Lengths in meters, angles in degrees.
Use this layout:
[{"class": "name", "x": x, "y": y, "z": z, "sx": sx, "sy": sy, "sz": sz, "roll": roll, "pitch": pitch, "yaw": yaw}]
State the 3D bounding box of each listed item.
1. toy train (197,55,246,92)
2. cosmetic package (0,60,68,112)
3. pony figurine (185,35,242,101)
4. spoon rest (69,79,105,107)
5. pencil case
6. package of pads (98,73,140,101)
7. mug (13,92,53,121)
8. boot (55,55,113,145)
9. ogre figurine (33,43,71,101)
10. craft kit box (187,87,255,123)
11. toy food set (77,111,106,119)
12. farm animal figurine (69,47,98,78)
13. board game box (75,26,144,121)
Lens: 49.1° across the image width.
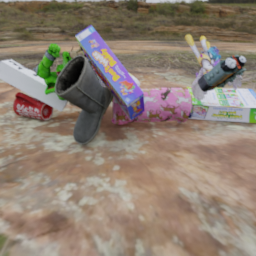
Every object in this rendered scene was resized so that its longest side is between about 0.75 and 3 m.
[{"class": "toy train", "x": 2.520, "y": -1.452, "z": 7.590, "sx": 0.795, "sy": 0.594, "sz": 1.395, "roll": -17, "pitch": -12, "yaw": -25}, {"class": "cosmetic package", "x": -3.369, "y": -1.574, "z": 10.253, "sx": 2.579, "sy": 0.653, "sz": 1.064, "roll": 29, "pitch": 15, "yaw": -11}, {"class": "pony figurine", "x": 2.782, "y": -2.077, "z": 9.765, "sx": 1.740, "sy": 2.017, "sz": 2.089, "roll": -24, "pitch": 52, "yaw": 22}, {"class": "spoon rest", "x": -1.499, "y": -1.138, "z": 10.412, "sx": 0.980, "sy": 0.598, "sz": 1.972, "roll": 5, "pitch": -22, "yaw": -36}, {"class": "pencil case", "x": 0.806, "y": -0.740, "z": 9.875, "sx": 2.826, "sy": 1.223, "sz": 1.170, "roll": -1, "pitch": -20, "yaw": 1}, {"class": "package of pads", "x": -0.702, "y": -1.864, "z": 10.984, "sx": 2.152, "sy": 1.663, "sz": 0.734, "roll": 37, "pitch": 66, "yaw": -3}, {"class": "mug", "x": -3.625, "y": -0.761, "z": 10.527, "sx": 1.296, "sy": 0.865, "sz": 1.151, "roll": 15, "pitch": -1, "yaw": 22}, {"class": "boot", "x": -1.251, "y": -0.597, "z": 7.473, "sx": 0.815, "sy": 2.043, "sz": 2.247, "roll": 22, "pitch": -3, "yaw": 12}, {"class": "ogre figurine", "x": -2.152, "y": -1.639, "z": 9.138, "sx": 1.278, "sy": 1.046, "sz": 2.131, "roll": -21, "pitch": -28, "yaw": 20}, {"class": "craft kit box", "x": 3.860, "y": -1.038, "z": 11.614, "sx": 2.930, "sy": 0.720, "sz": 2.967, "roll": 7, "pitch": 22, "yaw": 10}, {"class": "toy food set", "x": -1.143, "y": -0.657, "z": 9.500, "sx": 1.473, "sy": 0.936, "sz": 0.232, "roll": -30, "pitch": 26, "yaw": 54}, {"class": "farm animal figurine", "x": -1.433, "y": -1.794, "z": 8.514, "sx": 0.659, "sy": 1.059, "sz": 1.311, "roll": -30, "pitch": -2, "yaw": -3}, {"class": "board game box", "x": -0.492, "y": -1.604, "z": 8.639, "sx": 0.585, "sy": 2.612, "sz": 1.756, "roll": -35, "pitch": -13, "yaw": -4}]
